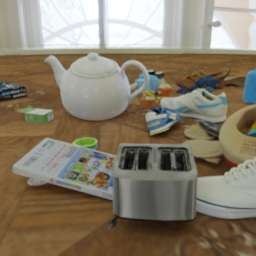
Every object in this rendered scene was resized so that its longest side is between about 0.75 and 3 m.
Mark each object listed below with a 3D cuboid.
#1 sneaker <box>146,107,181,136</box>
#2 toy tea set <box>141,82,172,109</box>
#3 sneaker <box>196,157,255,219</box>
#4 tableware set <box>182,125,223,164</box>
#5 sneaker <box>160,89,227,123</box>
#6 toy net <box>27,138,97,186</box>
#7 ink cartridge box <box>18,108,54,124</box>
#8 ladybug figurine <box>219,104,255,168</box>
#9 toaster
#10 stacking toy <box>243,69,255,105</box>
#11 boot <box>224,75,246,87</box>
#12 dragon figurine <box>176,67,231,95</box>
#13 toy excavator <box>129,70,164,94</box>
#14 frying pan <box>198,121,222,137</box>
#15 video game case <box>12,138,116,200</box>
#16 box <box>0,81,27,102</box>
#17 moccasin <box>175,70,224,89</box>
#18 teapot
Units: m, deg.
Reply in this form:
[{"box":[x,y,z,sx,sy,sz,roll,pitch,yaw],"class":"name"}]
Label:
[{"box":[1.178,-0.385,9.339,0.703,0.782,1.902,-24,4,32],"class":"sneaker"},{"box":[1.261,-1.533,12.576,1.385,0.862,2.328,3,20,8],"class":"toy tea set"},{"box":[2.343,0.992,5.112,2.878,1.019,1.051,-4,17,23],"class":"sneaker"},{"box":[2.797,0.416,8.062,2.461,0.342,2.946,6,21,14],"class":"tableware set"},{"box":[2.482,-0.976,10.774,2.651,1.071,1.014,12,25,31],"class":"sneaker"},{"box":[-1.744,0.738,7.037,1.130,0.416,2.153,12,24,29],"class":"toy net"},{"box":[-3.435,-0.470,10.426,1.168,0.346,0.606,7,21,18],"class":"ink cartridge box"},{"box":[3.141,0.311,6.501,1.877,0.995,2.765,13,35,37],"class":"ladybug figurine"},{"box":[0.441,0.930,4.937,1.418,0.931,1.568,0,25,7],"class":"toaster"},{"box":[6.647,-1.773,12.887,1.645,1.556,2.835,16,12,43],"class":"stacking toy"},{"box":[6.198,-2.923,16.636,1.863,0.674,1.550,-1,22,6],"class":"boot"},{"box":[3.530,-1.932,12.835,2.564,0.754,1.275,-21,3,28],"class":"dragon figurine"},{"box":[0.565,-2.224,14.472,2.145,1.071,2.085,-23,28,-29],"class":"toy excavator"},{"box":[2.873,-0.002,9.131,1.028,0.277,1.699,29,20,21],"class":"frying pan"},{"box":[-1.163,0.863,6.376,2.244,0.202,1.607,14,21,5],"class":"video game case"},{"box":[-6.443,-1.810,13.790,2.345,0.540,1.864,17,26,38],"class":"box"},{"box":[3.934,-2.622,15.177,2.882,1.113,1.054,-4,21,-11],"class":"moccasin"},{"box":[-1.197,-1.789,10.668,2.926,2.137,2.888,-22,42,-30],"class":"teapot"}]
